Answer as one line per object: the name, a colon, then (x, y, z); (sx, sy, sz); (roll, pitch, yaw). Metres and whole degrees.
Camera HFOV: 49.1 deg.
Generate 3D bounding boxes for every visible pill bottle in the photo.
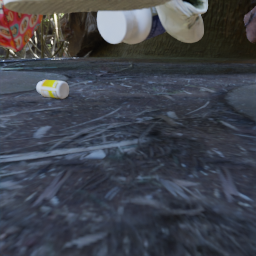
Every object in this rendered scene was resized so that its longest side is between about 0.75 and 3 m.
pill bottle: (-3.411, -1.754, 12.585); (1.397, 0.763, 0.763); (10, 20, 28)
pill bottle: (0.323, -3.046, 7.578); (1.319, 1.319, 2.375); (14, 35, 38)

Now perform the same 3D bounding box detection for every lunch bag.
lunch bag: (-3.359, -3.399, 8.129); (1.005, 2.162, 2.454); (23, -22, -4)

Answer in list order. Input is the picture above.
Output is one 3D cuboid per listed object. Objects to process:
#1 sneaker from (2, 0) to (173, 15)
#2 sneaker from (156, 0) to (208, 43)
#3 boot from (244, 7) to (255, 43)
sneaker: (-0.568, -2.531, 4.364); (2.972, 1.218, 1.098); (-1, 9, 2)
sneaker: (1.304, -2.575, 6.278); (2.423, 0.893, 1.400); (34, 13, -44)
boot: (3.736, -2.719, 6.555); (0.903, 2.077, 2.497); (22, 51, -14)
